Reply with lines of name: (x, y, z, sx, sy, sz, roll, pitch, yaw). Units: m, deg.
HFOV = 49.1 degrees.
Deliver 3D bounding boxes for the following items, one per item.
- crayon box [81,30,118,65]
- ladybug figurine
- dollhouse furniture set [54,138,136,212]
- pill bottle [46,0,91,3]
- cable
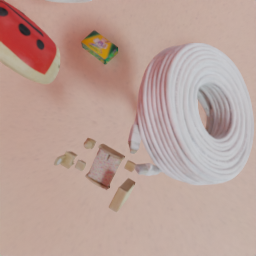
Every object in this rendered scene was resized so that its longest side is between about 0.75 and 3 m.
crayon box: (-0.838, -2.388, 8.293, 0.968, 0.282, 0.575, 39, 74, 14)
ladybug figurine: (-2.194, -1.768, 5.619, 0.797, 2.214, 1.503, -39, 52, 14)
dollhouse furniture set: (-0.431, 0.569, 3.919, 1.102, 0.488, 0.571, 29, 103, 11)
pill bottle: (-1.309, -3.705, 5.777, 1.126, 1.126, 1.971, 0, 108, 0)
cable: (1.036, -0.228, 4.052, 2.072, 0.717, 2.072, 16, 72, -35)
